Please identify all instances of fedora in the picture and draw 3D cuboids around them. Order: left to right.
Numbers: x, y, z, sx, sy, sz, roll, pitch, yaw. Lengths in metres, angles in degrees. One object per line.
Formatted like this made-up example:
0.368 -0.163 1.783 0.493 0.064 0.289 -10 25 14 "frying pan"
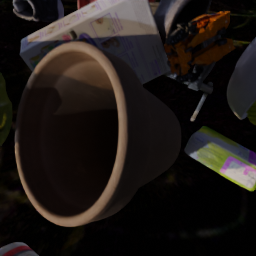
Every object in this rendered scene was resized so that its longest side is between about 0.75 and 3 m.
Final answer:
1.072 -2.483 6.062 0.704 1.378 1.558 41 86 21 "fedora"

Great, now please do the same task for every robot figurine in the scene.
1.305 -1.514 5.220 1.535 1.113 0.447 -30 31 -17 "robot figurine"

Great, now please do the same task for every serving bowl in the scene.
3.217 -1.545 6.314 2.880 2.880 0.947 -36 69 -28 "serving bowl"

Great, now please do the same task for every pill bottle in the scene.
-1.579 3.284 4.837 2.381 1.424 1.424 29 54 24 "pill bottle"

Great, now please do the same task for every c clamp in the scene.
1.060 -1.701 7.005 2.702 2.309 0.366 28 23 0 "c clamp"

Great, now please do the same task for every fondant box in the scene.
-0.634 -1.589 6.180 2.707 1.953 0.788 -26 43 3 "fondant box"

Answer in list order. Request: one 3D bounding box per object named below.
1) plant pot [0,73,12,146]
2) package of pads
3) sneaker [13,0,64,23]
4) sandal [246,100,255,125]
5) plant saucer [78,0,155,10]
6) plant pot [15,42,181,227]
-3.656 -0.303 4.953 2.521 2.742 2.742 -7 47 15 "plant pot"
2.023 0.578 5.809 1.539 0.525 1.189 31 19 19 "package of pads"
-2.241 -2.996 6.230 1.645 0.621 0.936 49 43 5 "sneaker"
2.943 -0.743 6.115 0.628 1.443 0.574 -7 21 -5 "sandal"
-0.340 -3.462 7.902 2.142 2.147 0.394 13 54 2 "plant saucer"
-0.280 0.117 4.728 2.225 2.552 2.552 4 33 -50 "plant pot"
